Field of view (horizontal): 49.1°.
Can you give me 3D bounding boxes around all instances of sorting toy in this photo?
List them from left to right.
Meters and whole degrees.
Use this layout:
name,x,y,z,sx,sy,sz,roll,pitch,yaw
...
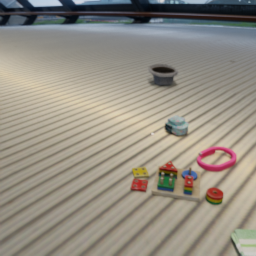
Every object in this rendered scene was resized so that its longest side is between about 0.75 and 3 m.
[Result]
name,x,y,z,sx,sy,sz,roll,pitch,yaw
sorting toy,1.372,1.463,8.299,2.762,0.467,1.332,6,27,13

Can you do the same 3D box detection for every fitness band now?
name,x,y,z,sx,sy,sz,roll,pitch,yaw
fitness band,2.976,1.024,9.403,1.408,0.264,1.011,-18,31,-27

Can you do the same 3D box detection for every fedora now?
name,x,y,z,sx,sy,sz,roll,pitch,yaw
fedora,2.114,-3.174,17.119,1.749,0.893,1.977,-13,32,-23

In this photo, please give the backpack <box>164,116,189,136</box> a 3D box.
name,x,y,z,sx,sy,sz,roll,pitch,yaw
backpack,1.994,-0.080,11.261,0.779,0.661,0.877,-22,39,-35

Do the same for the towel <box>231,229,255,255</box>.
name,x,y,z,sx,sy,sz,roll,pitch,yaw
towel,3.144,2.926,5.662,1.600,0.245,2.097,1,25,3
